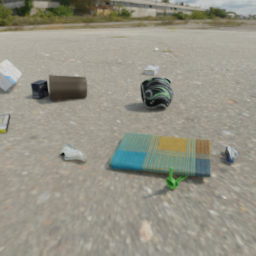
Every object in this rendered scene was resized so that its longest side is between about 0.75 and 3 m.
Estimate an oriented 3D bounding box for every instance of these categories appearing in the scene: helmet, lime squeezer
[{"bbox_3d":[1.280,-1.509,12.278,1.358,1.424,1.424,-9,25,-2],"label":"helmet"},{"bbox_3d":[1.172,1.302,6.978,0.271,0.507,1.436,56,12,28],"label":"lime squeezer"}]

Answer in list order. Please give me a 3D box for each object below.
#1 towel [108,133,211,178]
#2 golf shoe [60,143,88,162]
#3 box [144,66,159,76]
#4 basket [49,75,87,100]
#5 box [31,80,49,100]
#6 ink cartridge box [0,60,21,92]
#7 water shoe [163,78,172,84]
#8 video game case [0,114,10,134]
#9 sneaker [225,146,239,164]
[{"bbox_3d":[1.022,0.775,8.434,2.817,0.306,2.066,5,25,15],"label":"towel"},{"bbox_3d":[-1.640,0.853,8.438,1.035,0.405,0.503,21,57,42],"label":"golf shoe"},{"bbox_3d":[1.561,-3.767,18.386,0.720,0.371,1.234,9,27,19],"label":"box"},{"bbox_3d":[-2.918,-1.961,13.561,1.753,1.192,1.580,-3,10,-16],"label":"basket"},{"bbox_3d":[-4.328,-1.888,13.774,0.460,0.784,0.771,7,24,17],"label":"box"},{"bbox_3d":[-6.524,-2.829,14.935,0.683,1.158,2.012,-39,24,11],"label":"ink cartridge box"},{"bbox_3d":[2.135,-2.760,16.202,1.031,0.369,0.407,21,26,34],"label":"water shoe"},{"bbox_3d":[-5.269,-0.114,10.620,1.382,0.195,1.530,-7,26,-15],"label":"video game case"},{"bbox_3d":[3.171,0.808,8.467,0.361,0.326,0.846,7,26,11],"label":"sneaker"}]
